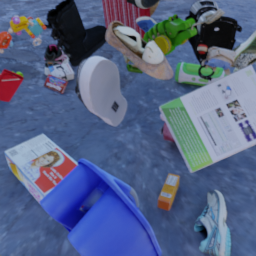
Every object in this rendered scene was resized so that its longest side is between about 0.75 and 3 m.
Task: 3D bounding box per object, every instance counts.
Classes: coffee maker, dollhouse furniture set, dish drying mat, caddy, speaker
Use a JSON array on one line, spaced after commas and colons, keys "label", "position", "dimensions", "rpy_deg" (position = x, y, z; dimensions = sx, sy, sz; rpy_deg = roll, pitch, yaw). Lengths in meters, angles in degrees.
[{"label": "coffee maker", "position": [2.307, -2.739, 8.456], "dimensions": [1.261, 1.798, 1.872], "rpy_deg": [19, 35, -14]}, {"label": "dollhouse furniture set", "position": [0.205, -2.258, 8.810], "dimensions": [0.486, 0.634, 0.968], "rpy_deg": [3, 44, -20]}, {"label": "dish drying mat", "position": [-2.747, -0.909, 6.310], "dimensions": [0.448, 1.168, 0.106], "rpy_deg": [19, 57, -31]}, {"label": "caddy", "position": [-0.345, 1.722, 5.194], "dimensions": [1.418, 2.702, 1.910], "rpy_deg": [-42, 51, -20]}, {"label": "speaker", "position": [3.091, -2.210, 11.811], "dimensions": [2.110, 0.933, 0.933], "rpy_deg": [12, 38, 15]}]

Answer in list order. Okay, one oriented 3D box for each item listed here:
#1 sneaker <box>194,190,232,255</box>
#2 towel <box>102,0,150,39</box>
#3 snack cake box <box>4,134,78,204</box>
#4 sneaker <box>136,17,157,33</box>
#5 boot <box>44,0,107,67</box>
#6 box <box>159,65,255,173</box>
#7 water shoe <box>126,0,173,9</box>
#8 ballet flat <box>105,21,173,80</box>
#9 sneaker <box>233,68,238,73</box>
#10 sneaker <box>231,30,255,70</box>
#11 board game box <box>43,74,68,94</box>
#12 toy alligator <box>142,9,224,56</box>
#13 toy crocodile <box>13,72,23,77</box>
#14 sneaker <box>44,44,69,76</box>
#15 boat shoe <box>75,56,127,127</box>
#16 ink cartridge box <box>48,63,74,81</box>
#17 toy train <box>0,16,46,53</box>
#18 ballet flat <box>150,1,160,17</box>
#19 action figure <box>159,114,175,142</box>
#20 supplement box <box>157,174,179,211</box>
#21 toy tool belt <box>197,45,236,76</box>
[{"label": "sneaker", "position": [1.846, 2.051, 6.296], "dimensions": [0.714, 0.642, 1.655], "rpy_deg": [2, 36, 7]}, {"label": "towel", "position": [-0.089, -4.500, 11.513], "dimensions": [0.329, 2.114, 2.923], "rpy_deg": [-25, 34, -29]}, {"label": "snack cake box", "position": [-2.203, 1.113, 7.479], "dimensions": [1.211, 0.708, 2.106], "rpy_deg": [-28, 45, -35]}, {"label": "sneaker", "position": [0.802, -3.516, 10.245], "dimensions": [0.505, 0.731, 1.315], "rpy_deg": [-10, -9, 37]}, {"label": "boot", "position": [-1.744, -3.604, 9.992], "dimensions": [0.893, 1.976, 2.412], "rpy_deg": [12, 53, 34]}, {"label": "box", "position": [2.000, -0.197, 6.063], "dimensions": [2.220, 0.403, 1.602], "rpy_deg": [-24, 75, 0]}, {"label": "water shoe", "position": [0.896, -4.564, 9.108], "dimensions": [0.933, 0.845, 2.365], "rpy_deg": [29, 48, 33]}, {"label": "ballet flat", "position": [0.197, -1.324, 4.729], "dimensions": [1.417, 0.476, 0.482], "rpy_deg": [34, 61, 7]}, {"label": "sneaker", "position": [5.230, -1.762, 11.194], "dimensions": [1.244, 0.858, 2.235], "rpy_deg": [-13, 42, -7]}, {"label": "sneaker", "position": [4.214, -2.515, 8.919], "dimensions": [2.122, 0.816, 0.940], "rpy_deg": [-43, 64, 13]}, {"label": "board game box", "position": [-3.025, -1.836, 11.662], "dimensions": [1.089, 0.561, 0.106], "rpy_deg": [23, -1, 28]}, {"label": "toy alligator", "position": [0.989, -2.229, 6.524], "dimensions": [0.822, 0.752, 2.772], "rpy_deg": [-34, 6, -31]}, {"label": "toy crocodile", "position": [-5.111, -2.149, 12.236], "dimensions": [0.385, 0.352, 1.139], "rpy_deg": [21, 46, 25]}, {"label": "sneaker", "position": [-3.422, -3.527, 13.383], "dimensions": [1.056, 1.135, 2.630], "rpy_deg": [-4, 36, -7]}, {"label": "boat shoe", "position": [-0.727, -0.829, 6.420], "dimensions": [0.977, 2.948, 1.031], "rpy_deg": [26, 85, 14]}, {"label": "ink cartridge box", "position": [-2.946, -2.411, 12.321], "dimensions": [0.938, 0.393, 0.680], "rpy_deg": [-19, 63, -25]}, {"label": "toy train", "position": [-3.252, -2.860, 8.357], "dimensions": [0.449, 1.211, 1.613], "rpy_deg": [50, 38, 9]}, {"label": "ballet flat", "position": [0.469, -4.778, 11.526], "dimensions": [0.901, 2.759, 0.973], "rpy_deg": [-31, 76, -34]}, {"label": "action figure", "position": [1.948, 0.150, 8.384], "dimensions": [1.790, 1.333, 1.199], "rpy_deg": [11, 30, 37]}, {"label": "supplement box", "position": [1.043, 1.613, 7.135], "dimensions": [0.333, 0.322, 0.968], "rpy_deg": [14, 38, 21]}, {"label": "toy tool belt", "position": [1.741, -1.355, 5.632], "dimensions": [0.777, 0.477, 0.485], "rpy_deg": [10, 6, -7]}]
